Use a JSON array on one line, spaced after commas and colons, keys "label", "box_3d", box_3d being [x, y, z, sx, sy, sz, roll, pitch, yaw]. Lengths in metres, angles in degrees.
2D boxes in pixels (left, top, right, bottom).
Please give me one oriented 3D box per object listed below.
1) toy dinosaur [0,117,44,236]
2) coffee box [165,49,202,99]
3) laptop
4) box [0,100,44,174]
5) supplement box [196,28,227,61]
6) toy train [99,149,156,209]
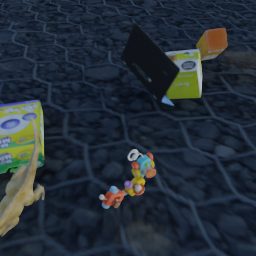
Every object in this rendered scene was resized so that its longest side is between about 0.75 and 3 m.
[{"label": "toy dinosaur", "box_3d": [-2.020, 1.225, 5.225, 0.830, 2.852, 1.442, 29, -1, -6]}, {"label": "coffee box", "box_3d": [1.717, -1.669, 8.823, 1.087, 1.089, 1.077, -1, 49, 20]}, {"label": "laptop", "box_3d": [0.794, -1.699, 7.997, 1.130, 1.950, 1.826, -26, 68, -34]}, {"label": "box", "box_3d": [-2.944, 0.191, 7.163, 1.473, 0.607, 2.510, -10, 38, -12]}, {"label": "supplement box", "box_3d": [2.927, -2.922, 9.968, 0.683, 0.661, 1.986, -9, 3, 3]}, {"label": "toy train", "box_3d": [0.074, 1.132, 5.785, 1.054, 1.403, 0.390, 10, 24, -51]}]
